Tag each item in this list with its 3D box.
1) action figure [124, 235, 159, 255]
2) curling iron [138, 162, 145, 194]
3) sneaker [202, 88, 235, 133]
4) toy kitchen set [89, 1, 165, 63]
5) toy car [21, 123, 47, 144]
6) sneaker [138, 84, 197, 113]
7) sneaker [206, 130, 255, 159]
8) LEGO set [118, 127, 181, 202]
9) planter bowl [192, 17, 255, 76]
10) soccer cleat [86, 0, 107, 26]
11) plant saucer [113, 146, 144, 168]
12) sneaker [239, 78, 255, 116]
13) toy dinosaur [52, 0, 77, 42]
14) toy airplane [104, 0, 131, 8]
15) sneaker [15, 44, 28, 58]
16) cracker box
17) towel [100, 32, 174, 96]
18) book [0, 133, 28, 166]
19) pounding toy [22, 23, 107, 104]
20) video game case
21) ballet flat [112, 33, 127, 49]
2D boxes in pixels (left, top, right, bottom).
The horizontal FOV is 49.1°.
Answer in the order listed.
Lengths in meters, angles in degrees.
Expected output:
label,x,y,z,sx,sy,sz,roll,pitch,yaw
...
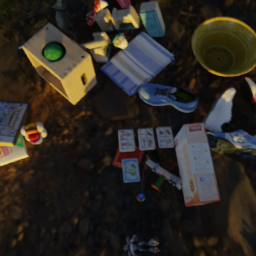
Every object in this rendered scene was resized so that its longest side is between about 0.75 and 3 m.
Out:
label,x,y,z,sx,sy,sz,roll,pitch,yaw
action figure,0.436,4.225,9.987,1.299,0.451,0.845,-7,96,1
curling iron,0.538,1.984,10.900,0.325,0.168,1.312,-1,80,-13
sneaker,3.872,-0.700,11.568,0.921,0.788,2.115,33,84,4
toy kitchen set,0.015,-3.962,12.444,2.798,1.648,2.241,1,70,22
toy car,-3.695,0.284,11.045,0.833,0.952,0.714,-16,57,-4
sneaker,1.665,-1.433,11.559,2.544,1.134,0.999,12,72,5
sneaker,4.146,0.548,11.136,2.321,0.879,0.894,15,58,0
LEGO set,0.828,1.420,10.983,2.221,0.730,2.973,-4,59,-5
planter bowl,4.071,-3.245,12.134,2.863,1.193,2.863,0,72,0
soccer cleat,-1.448,-5.232,12.812,0.617,1.449,0.497,-11,69,-35
plant saucer,0.025,1.136,11.195,1.040,0.191,1.038,18,72,7
sneaker,5.508,-1.306,11.842,0.903,0.680,1.931,-18,71,-21
toy dinosaur,-2.893,-4.793,12.622,0.853,1.133,2.216,-11,83,30
toy airplane,0.022,-6.649,13.619,2.756,0.507,2.756,-2,61,3
sneaker,-4.091,-3.810,12.654,1.918,0.725,1.108,-7,66,-13
cracker box,2.420,1.391,10.229,0.785,1.823,2.721,-6,72,-5
towel,0.417,-2.907,12.479,2.781,0.331,2.043,-43,76,-13
book,-5.167,0.848,11.195,1.995,0.479,1.333,-20,75,-9
pounding toy,-2.322,-2.681,11.063,2.618,2.844,2.022,40,76,12
video game case,-5.133,-0.231,11.274,1.855,0.262,2.053,4,56,6
ballet flat,-0.315,-3.743,12.140,0.644,1.790,0.644,-2,107,-5
